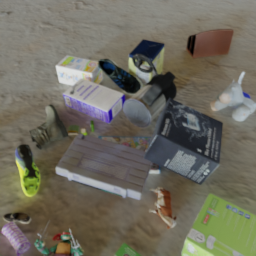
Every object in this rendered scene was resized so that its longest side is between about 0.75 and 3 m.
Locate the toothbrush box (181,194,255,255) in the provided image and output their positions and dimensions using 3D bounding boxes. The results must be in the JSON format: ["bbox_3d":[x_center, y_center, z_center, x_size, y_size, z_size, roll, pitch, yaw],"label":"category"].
[{"bbox_3d":[2.908,3.173,7.576,2.365,1.018,1.722,23,47,24],"label":"toothbrush box"}]

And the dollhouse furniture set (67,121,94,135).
[{"bbox_3d":[-1.951,-0.030,11.428,1.088,0.420,0.544,-1,43,-1],"label":"dollhouse furniture set"}]

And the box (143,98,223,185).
[{"bbox_3d":[1.986,0.425,9.830,2.223,1.305,2.186,25,43,0],"label":"box"}]

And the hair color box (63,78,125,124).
[{"bbox_3d":[-1.498,-1.239,12.408,2.429,0.787,1.327,24,53,22],"label":"hair color box"}]

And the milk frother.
[{"bbox_3d":[0.603,-1.658,11.816,2.349,2.120,2.210,31,51,19],"label":"milk frother"}]

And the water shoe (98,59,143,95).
[{"bbox_3d":[-0.435,-2.346,13.121,2.462,0.880,0.972,37,17,13],"label":"water shoe"}]

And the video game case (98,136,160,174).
[{"bbox_3d":[-0.025,0.967,10.519,2.364,0.210,1.692,1,44,1],"label":"video game case"}]

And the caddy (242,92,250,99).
[{"bbox_3d":[5.133,-1.278,12.742,0.620,0.460,0.877,-44,56,-10],"label":"caddy"}]

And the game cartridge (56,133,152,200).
[{"bbox_3d":[-0.736,1.265,9.562,2.935,0.563,1.903,15,47,10],"label":"game cartridge"}]

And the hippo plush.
[{"bbox_3d":[4.628,-1.041,12.123,1.522,1.508,1.893,45,66,4],"label":"hippo plush"}]

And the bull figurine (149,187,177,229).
[{"bbox_3d":[1.073,2.432,8.674,0.843,0.452,1.388,35,29,-22],"label":"bull figurine"}]

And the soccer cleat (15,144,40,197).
[{"bbox_3d":[-3.485,1.489,9.705,0.622,0.805,1.925,-7,61,-30],"label":"soccer cleat"}]

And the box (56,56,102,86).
[{"bbox_3d":[-2.381,-2.731,13.868,1.963,0.995,1.104,16,47,16],"label":"box"}]

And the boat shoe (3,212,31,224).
[{"bbox_3d":[-3.432,2.738,8.601,0.853,0.257,0.315,8,44,8],"label":"boat shoe"}]

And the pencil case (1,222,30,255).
[{"bbox_3d":[-3.217,3.160,8.009,1.035,0.435,0.443,32,77,37],"label":"pencil case"}]

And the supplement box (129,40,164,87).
[{"bbox_3d":[0.897,-3.078,13.699,1.163,1.731,1.733,18,46,18],"label":"supplement box"}]

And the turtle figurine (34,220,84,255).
[{"bbox_3d":[-1.757,3.398,7.453,1.339,0.901,1.789,-7,57,12],"label":"turtle figurine"}]

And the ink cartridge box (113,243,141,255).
[{"bbox_3d":[-0.154,4.034,6.848,1.323,0.762,1.812,29,50,27],"label":"ink cartridge box"}]

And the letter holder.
[{"bbox_3d":[4.613,-5.011,15.887,2.202,1.565,1.107,-9,44,-9],"label":"letter holder"}]

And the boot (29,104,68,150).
[{"bbox_3d":[-3.396,-0.102,11.360,1.367,0.709,2.093,-24,47,-16],"label":"boot"}]
